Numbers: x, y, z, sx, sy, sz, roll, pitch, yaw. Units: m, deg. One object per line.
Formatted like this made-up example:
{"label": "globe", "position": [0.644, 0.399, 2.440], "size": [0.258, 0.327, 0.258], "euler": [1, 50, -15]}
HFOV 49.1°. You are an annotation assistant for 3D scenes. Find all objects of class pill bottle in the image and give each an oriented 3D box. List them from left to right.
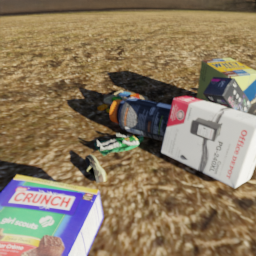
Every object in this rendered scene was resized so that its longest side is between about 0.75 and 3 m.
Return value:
{"label": "pill bottle", "position": [0.631, -0.412, 11.350], "size": [2.755, 1.463, 1.463], "euler": [16, 34, 24]}

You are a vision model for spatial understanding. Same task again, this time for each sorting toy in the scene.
{"label": "sorting toy", "position": [-0.324, -1.325, 14.046], "size": [1.766, 0.317, 2.371], "euler": [20, 36, 30]}

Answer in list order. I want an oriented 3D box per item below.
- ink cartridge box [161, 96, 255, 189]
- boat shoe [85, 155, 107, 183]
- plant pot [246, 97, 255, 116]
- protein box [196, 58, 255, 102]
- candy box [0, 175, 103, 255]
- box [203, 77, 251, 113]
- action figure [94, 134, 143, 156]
{"label": "ink cartridge box", "position": [2.742, 0.346, 9.258], "size": [2.874, 2.087, 1.198], "euler": [24, 23, 36]}
{"label": "boat shoe", "position": [-1.174, 1.349, 9.328], "size": [0.436, 0.474, 1.327], "euler": [-14, 37, -31]}
{"label": "plant pot", "position": [5.470, 0.155, 9.950], "size": [2.297, 2.297, 2.102], "euler": [-3, 41, -6]}
{"label": "protein box", "position": [4.419, -1.718, 12.769], "size": [1.549, 2.279, 2.296], "euler": [-8, 31, -13]}
{"label": "candy box", "position": [-2.246, 2.585, 6.534], "size": [2.508, 1.142, 2.966], "euler": [6, 30, 13]}
{"label": "box", "position": [3.452, -0.999, 9.730], "size": [0.788, 1.485, 0.908], "euler": [-56, 34, -10]}
{"label": "action figure", "position": [-0.256, 0.561, 10.703], "size": [1.861, 0.509, 1.099], "euler": [-10, 29, -23]}
